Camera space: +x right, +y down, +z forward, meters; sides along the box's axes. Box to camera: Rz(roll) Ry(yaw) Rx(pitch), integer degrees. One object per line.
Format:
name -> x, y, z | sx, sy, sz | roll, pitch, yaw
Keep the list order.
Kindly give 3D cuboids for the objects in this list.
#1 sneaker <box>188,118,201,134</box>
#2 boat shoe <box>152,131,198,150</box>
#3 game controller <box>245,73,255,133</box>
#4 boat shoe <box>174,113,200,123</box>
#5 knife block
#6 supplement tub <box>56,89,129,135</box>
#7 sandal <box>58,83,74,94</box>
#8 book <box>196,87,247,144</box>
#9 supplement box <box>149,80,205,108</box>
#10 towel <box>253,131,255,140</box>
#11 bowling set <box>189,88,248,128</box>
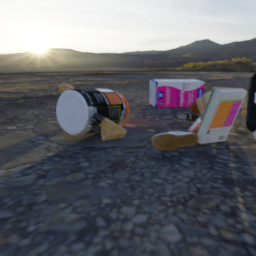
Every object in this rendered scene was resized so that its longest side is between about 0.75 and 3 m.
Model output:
sneaker -> 2.494, 0.089, 9.698 | 0.644, 0.606, 1.574 | 41, 13, 8
boat shoe -> 1.356, 0.359, 8.471 | 1.447, 0.512, 0.502 | -1, 12, -14
game controller -> 5.094, -0.941, 10.081 | 1.479, 0.597, 2.836 | 4, 56, 24
boat shoe -> 2.325, -0.434, 11.017 | 1.012, 0.374, 0.305 | 8, -11, 18
knife block -> -0.624, -0.089, 8.358 | 0.981, 0.861, 0.314 | -10, -23, -16
supplement tub -> -1.127, -0.607, 9.821 | 1.519, 1.519, 2.479 | 10, 10, 33
sandal -> -2.237, -1.234, 12.881 | 2.182, 0.800, 0.718 | 27, 43, -28
book -> 2.805, -0.337, 8.445 | 1.163, 1.740, 0.418 | -4, 33, -30
supplement box -> 2.621, -1.917, 15.343 | 2.715, 1.374, 1.403 | -2, 15, -9
towel -> 5.025, 0.387, 8.304 | 2.051, 0.307, 1.501 | -2, 16, -7
bowling set -> 3.396, -0.542, 10.857 | 2.697, 1.448, 1.877 | -10, -7, -33
